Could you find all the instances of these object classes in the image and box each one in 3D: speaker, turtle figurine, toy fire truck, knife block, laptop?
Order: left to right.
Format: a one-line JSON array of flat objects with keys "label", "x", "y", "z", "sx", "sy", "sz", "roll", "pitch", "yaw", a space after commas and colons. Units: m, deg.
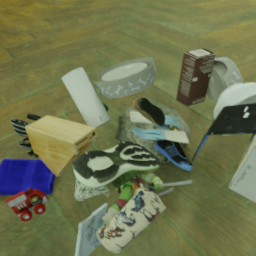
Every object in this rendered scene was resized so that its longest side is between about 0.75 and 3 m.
[{"label": "toy fire truck", "x": -2.659, "y": 1.976, "z": 7.461, "sx": 0.919, "sy": 0.772, "sz": 0.516, "roll": -27, "pitch": 37, "yaw": -13}, {"label": "knife block", "x": -2.398, "y": 0.126, "z": 8.335, "sx": 2.408, "sy": 2.744, "sz": 0.878, "roll": 48, "pitch": 49, "yaw": 3}, {"label": "speaker", "x": -1.344, "y": -0.929, "z": 8.994, "sx": 0.785, "sy": 1.933, "sz": 0.785, "roll": -29, "pitch": 3, "yaw": 2}, {"label": "turtle figurine", "x": 0.418, "y": 1.818, "z": 7.214, "sx": 2.111, "sy": 2.177, "sz": 1.566, "roll": -54, "pitch": 19, "yaw": -21}, {"label": "laptop", "x": 2.721, "y": 0.129, "z": 7.605, "sx": 1.844, "sy": 0.952, "sz": 1.634, "roll": -4, "pitch": 27, "yaw": 39}]

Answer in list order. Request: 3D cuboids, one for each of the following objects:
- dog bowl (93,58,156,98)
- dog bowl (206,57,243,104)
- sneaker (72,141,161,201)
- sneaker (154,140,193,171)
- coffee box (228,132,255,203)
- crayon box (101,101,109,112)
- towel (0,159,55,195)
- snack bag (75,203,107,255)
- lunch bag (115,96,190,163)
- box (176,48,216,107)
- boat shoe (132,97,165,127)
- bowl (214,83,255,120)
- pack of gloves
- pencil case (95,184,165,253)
[{"label": "dog bowl", "x": -0.074, "y": -1.677, "z": 9.390, "sx": 2.206, "sy": 0.647, "sz": 2.206, "roll": -14, "pitch": 25, "yaw": 7}, {"label": "dog bowl", "x": 3.721, "y": -1.616, "z": 10.954, "sx": 0.719, "sy": 2.453, "sz": 2.453, "roll": -18, "pitch": 42, "yaw": 0}, {"label": "sneaker", "x": -0.283, "y": 1.035, "z": 6.463, "sx": 2.487, "sy": 1.102, "sz": 0.956, "roll": -5, "pitch": 42, "yaw": -41}, {"label": "sneaker", "x": 1.658, "y": 0.821, "z": 9.807, "sx": 1.627, "sy": 0.634, "sz": 0.570, "roll": 37, "pitch": 19, "yaw": 30}, {"label": "coffee box", "x": 3.321, "y": 0.494, "z": 6.482, "sx": 0.944, "sy": 1.337, "sz": 2.365, "roll": 29, "pitch": 42, "yaw": 19}, {"label": "crayon box", "x": -1.123, "y": -0.945, "z": 11.199, "sx": 0.786, "sy": 0.499, "sz": 0.200, "roll": 43, "pitch": 78, "yaw": 2}, {"label": "towel", "x": -3.921, "y": 1.802, "z": 10.754, "sx": 2.257, "sy": 0.559, "sz": 1.667, "roll": -2, "pitch": 39, "yaw": -2}, {"label": "snack bag", "x": -0.930, "y": 2.615, "z": 6.853, "sx": 0.139, "sy": 1.227, "sz": 1.301, "roll": 16, "pitch": 14, "yaw": 21}, {"label": "lunch bag", "x": 1.166, "y": 0.088, "z": 12.009, "sx": 2.724, "sy": 1.601, "sz": 2.234, "roll": 29, "pitch": 41, "yaw": 19}, {"label": "box", "x": 2.462, "y": -1.848, "z": 10.364, "sx": 0.971, "sy": 1.939, "sz": 0.727, "roll": -19, "pitch": 42, "yaw": -28}, {"label": "boat shoe", "x": 0.603, "y": -0.476, "z": 8.164, "sx": 0.452, "sy": 1.225, "sz": 0.463, "roll": 4, "pitch": 59, "yaw": 53}, {"label": "bowl", "x": 3.637, "y": -0.763, "z": 9.181, "sx": 2.145, "sy": 2.145, "sz": 0.964, "roll": -14, "pitch": 56, "yaw": -16}, {"label": "pack of gloves", "x": 1.028, "y": 0.078, "z": 10.130, "sx": 1.967, "sy": 0.388, "sz": 1.653, "roll": 6, "pitch": 35, "yaw": -9}, {"label": "pencil case", "x": 0.020, "y": 1.964, "z": 5.992, "sx": 1.600, "sy": 0.623, "sz": 0.716, "roll": -47, "pitch": 68, "yaw": 8}]
